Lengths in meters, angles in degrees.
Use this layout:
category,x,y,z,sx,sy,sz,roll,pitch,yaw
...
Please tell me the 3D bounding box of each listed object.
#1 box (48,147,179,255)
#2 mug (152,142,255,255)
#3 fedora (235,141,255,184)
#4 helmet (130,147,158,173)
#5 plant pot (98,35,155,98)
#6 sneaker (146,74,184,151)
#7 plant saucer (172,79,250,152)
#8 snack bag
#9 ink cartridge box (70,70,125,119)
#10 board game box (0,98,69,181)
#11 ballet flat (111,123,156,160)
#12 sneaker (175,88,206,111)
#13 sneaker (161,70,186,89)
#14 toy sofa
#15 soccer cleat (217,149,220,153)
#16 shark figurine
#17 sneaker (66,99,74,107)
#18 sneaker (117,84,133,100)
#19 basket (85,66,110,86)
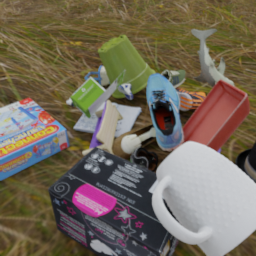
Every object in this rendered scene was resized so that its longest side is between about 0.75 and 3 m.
category,x,y,z,sx,sy,sz,roll,pitch,yaw
box,-0.152,1.963,6.622,2.795,1.603,1.847,22,40,24
mug,1.279,1.262,5.066,2.046,1.510,1.794,-20,60,-45
fedora,4.479,0.939,8.102,2.529,1.155,2.529,-3,29,1
helmet,0.447,1.017,8.526,0.765,0.802,0.802,14,38,37
plant pot,-0.235,-2.673,11.772,2.132,2.025,2.132,-24,29,15
sneaker,1.176,-0.718,8.966,1.083,1.243,2.764,-15,61,8
plant saucer,2.227,0.014,7.841,0.482,2.624,2.619,33,17,-6
snack bag,-0.735,-0.366,10.758,2.116,0.226,1.995,11,41,15
ink cartridge box,-1.056,-1.392,10.104,0.752,1.468,1.986,42,82,2
board game box,-3.929,0.276,9.516,2.770,0.774,2.713,-28,45,-32
ballet flat,0.355,0.389,9.237,2.354,0.798,0.851,-24,0,-34
sneaker,2.269,-1.222,11.570,1.309,0.906,2.336,-1,26,-29
sneaker,1.689,-1.981,11.051,1.729,0.776,0.580,-40,46,-24
toy sofa,-0.869,0.090,9.200,0.841,0.991,2.030,-19,38,26
soccer cleat,2.043,1.177,8.319,2.245,0.749,0.858,-25,32,-23
shark figurine,3.242,-2.557,11.849,1.853,3.101,1.294,-43,21,-32
sneaker,-2.257,-1.273,11.949,0.421,0.361,0.968,14,39,25
sneaker,-0.008,-1.508,11.052,0.469,0.328,0.813,-32,58,-21
basket,-1.292,-2.388,12.939,1.250,0.869,1.102,6,28,5
